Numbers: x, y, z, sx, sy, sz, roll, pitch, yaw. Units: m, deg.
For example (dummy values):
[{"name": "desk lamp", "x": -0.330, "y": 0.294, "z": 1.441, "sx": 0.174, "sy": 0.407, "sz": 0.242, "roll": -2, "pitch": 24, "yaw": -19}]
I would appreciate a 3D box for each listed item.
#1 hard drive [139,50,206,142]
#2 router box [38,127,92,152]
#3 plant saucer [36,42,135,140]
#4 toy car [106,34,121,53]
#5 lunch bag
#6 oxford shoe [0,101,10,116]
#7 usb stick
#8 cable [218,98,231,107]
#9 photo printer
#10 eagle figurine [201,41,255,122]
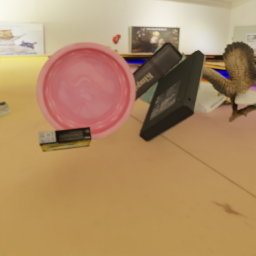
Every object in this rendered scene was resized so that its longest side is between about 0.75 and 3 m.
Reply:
[{"name": "hard drive", "x": 1.305, "y": -0.978, "z": 8.113, "sx": 1.838, "sy": 0.433, "sz": 2.634, "roll": -36, "pitch": 23, "yaw": 44}, {"name": "router box", "x": -1.329, "y": 0.256, "z": 5.943, "sx": 1.042, "sy": 0.272, "sz": 0.819, "roll": -6, "pitch": -13, "yaw": -13}, {"name": "plant saucer", "x": -1.053, "y": -0.926, "z": 7.204, "sx": 2.460, "sy": 2.460, "sz": 0.623, "roll": -3, "pitch": 16, "yaw": -9}, {"name": "toy car", "x": -0.598, "y": -3.025, "z": 10.723, "sx": 0.226, "sy": 1.013, "sz": 0.953, "roll": 21, "pitch": 41, "yaw": -49}, {"name": "lunch bag", "x": 1.456, "y": -1.891, "z": 10.868, "sx": 1.867, "sy": 2.327, "sz": 0.897, "roll": 19, "pitch": 13, "yaw": -48}, {"name": "oxford shoe", "x": -5.259, "y": -0.612, "z": 10.411, "sx": 0.690, "sy": 0.530, "sz": 1.836, "roll": 15, "pitch": 26, "yaw": 31}, {"name": "usb stick", "x": 0.405, "y": -1.438, "z": 8.580, "sx": 0.786, "sy": 2.835, "sz": 0.462, "roll": 39, "pitch": 19, "yaw": -34}, {"name": "cable", "x": 4.209, "y": -1.169, "z": 12.367, "sx": 1.311, "sy": 0.330, "sz": 0.637, "roll": -8, "pitch": 20, "yaw": -22}, {"name": "photo printer", "x": 3.092, "y": -1.221, "z": 11.266, "sx": 1.325, "sy": 0.553, "sz": 1.592, "roll": -38, "pitch": 30, "yaw": -12}, {"name": "eagle figurine", "x": 3.466, "y": -1.592, "z": 9.609, "sx": 1.961, "sy": 2.599, "sz": 1.972, "roll": -26, "pitch": -2, "yaw": 43}]
